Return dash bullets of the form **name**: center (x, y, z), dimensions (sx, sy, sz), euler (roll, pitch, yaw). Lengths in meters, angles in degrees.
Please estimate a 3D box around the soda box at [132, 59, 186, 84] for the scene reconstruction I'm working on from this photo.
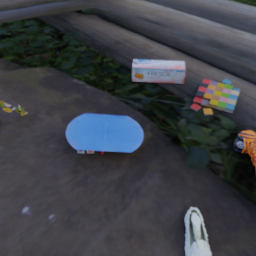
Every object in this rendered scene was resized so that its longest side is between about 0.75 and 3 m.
- **soda box**: center (1.364, -2.549, 12.633), dimensions (2.372, 0.754, 0.811), euler (4, 41, 3)

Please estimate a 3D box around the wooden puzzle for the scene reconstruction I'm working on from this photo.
- **wooden puzzle**: center (3.656, -1.338, 11.506), dimensions (1.594, 0.189, 2.688), euler (18, 47, 19)

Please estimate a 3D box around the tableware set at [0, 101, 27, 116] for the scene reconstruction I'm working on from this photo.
- **tableware set**: center (-4.211, -0.708, 10.174), dimensions (1.030, 0.158, 0.694), euler (24, 19, -4)

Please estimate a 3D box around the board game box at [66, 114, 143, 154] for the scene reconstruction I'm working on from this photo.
- **board game box**: center (-0.787, 0.306, 9.506), dimensions (2.571, 0.501, 2.031), euler (3, 35, -4)

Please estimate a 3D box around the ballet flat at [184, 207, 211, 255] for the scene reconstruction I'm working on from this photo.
- **ballet flat**: center (1.625, 2.645, 6.662), dimensions (0.608, 0.608, 1.694), euler (0, 41, 0)

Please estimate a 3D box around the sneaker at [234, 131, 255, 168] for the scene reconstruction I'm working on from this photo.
- **sneaker**: center (3.887, 0.820, 8.726), dimensions (1.226, 0.849, 2.189), euler (16, 32, 24)
